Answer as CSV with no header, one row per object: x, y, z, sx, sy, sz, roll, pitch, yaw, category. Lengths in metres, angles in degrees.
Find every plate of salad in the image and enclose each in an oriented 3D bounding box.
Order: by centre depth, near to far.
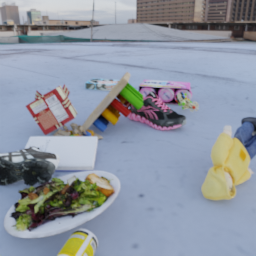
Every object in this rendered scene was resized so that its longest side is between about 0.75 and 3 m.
-1.465,1.470,6.226,2.596,0.624,2.596,-13,17,4,plate of salad

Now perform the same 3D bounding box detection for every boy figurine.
2.775,0.759,7.289,2.708,1.684,0.872,-40,22,-32,boy figurine

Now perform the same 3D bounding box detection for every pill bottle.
-0.949,2.281,4.886,0.546,0.546,0.955,7,22,16,pill bottle

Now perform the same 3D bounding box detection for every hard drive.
-2.096,0.773,8.625,2.175,0.276,1.435,0,35,0,hard drive

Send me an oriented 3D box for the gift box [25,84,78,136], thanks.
-2.799,-0.809,10.446,1.477,1.600,1.494,-26,12,-2,gift box

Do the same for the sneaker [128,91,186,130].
1.106,-0.789,11.484,2.814,1.342,1.112,18,27,35,sneaker

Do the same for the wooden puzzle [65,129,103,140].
-1.822,0.256,10.211,1.394,0.323,1.291,-16,27,-35,wooden puzzle

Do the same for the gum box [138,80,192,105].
1.993,-1.869,14.691,2.697,0.892,1.530,5,22,12,gum box

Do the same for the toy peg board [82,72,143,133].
-0.449,-0.789,10.841,1.172,2.387,2.397,40,14,-8,toy peg board

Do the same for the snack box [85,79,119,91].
-1.302,-2.664,17.296,2.394,0.444,1.391,6,23,14,snack box

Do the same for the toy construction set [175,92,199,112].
2.590,-1.123,12.638,0.692,0.986,1.503,-37,16,4,toy construction set

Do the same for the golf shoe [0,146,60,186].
-2.925,0.986,7.570,2.276,0.885,1.075,6,24,14,golf shoe

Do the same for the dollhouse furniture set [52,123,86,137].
-2.093,0.355,9.792,0.878,0.502,1.029,13,49,43,dollhouse furniture set
